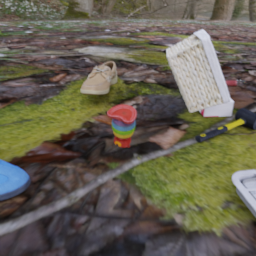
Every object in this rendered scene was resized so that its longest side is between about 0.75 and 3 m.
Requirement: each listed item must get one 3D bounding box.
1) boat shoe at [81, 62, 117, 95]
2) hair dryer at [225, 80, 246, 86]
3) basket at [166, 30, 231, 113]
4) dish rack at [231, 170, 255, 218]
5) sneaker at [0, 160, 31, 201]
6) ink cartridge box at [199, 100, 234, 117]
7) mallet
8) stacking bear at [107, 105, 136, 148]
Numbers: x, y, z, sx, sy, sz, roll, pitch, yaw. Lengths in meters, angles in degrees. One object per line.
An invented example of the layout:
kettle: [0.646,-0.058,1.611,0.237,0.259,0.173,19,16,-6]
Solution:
boat shoe: [-1.123,-1.986,10.958,1.018,0.921,2.856,7,24,9]
hair dryer: [4.761,-2.039,12.794,0.992,0.269,0.755,-3,8,-15]
basket: [1.838,-1.487,7.528,1.137,1.843,1.249,-20,23,15]
dish rack: [3.309,1.445,5.123,2.331,0.508,2.001,-5,25,-7]
sneaker: [-3.489,0.773,5.899,2.896,1.135,0.955,7,25,12]
ink cartridge box: [2.978,-0.912,9.967,0.990,0.576,1.367,-2,26,-4]
mallet: [3.043,0.036,8.289,2.376,0.489,0.782,-24,38,-31]
stacking bear: [-0.118,0.037,6.424,0.621,1.022,0.581,20,42,19]
